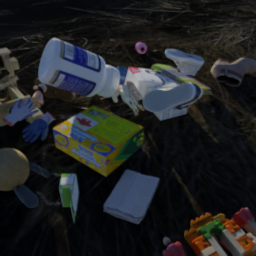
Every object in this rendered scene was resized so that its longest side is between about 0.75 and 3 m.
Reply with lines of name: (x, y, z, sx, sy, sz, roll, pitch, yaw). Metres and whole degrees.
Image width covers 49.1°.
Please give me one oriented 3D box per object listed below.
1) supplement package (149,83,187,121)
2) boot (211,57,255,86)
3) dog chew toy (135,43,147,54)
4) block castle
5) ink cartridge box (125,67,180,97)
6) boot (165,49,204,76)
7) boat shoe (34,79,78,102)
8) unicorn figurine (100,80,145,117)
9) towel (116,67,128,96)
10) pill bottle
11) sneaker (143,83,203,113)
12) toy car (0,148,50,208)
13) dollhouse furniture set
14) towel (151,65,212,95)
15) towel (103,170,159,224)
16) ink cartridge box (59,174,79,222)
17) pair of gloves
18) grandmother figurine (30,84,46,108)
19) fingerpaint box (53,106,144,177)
supplement package: (1.657, -1.124, 11.761, 1.258, 0.925, 1.203, -15, 41, -18)
boot: (5.640, -2.848, 14.488, 2.665, 0.936, 1.949, 7, 43, 10)
dog chew toy: (0.769, -5.087, 17.698, 0.663, 0.663, 1.065, -8, 31, -11)
block castle: (1.770, 2.713, 6.155, 2.287, 1.528, 1.073, -17, 45, -21)
ink cartridge box: (1.103, -2.021, 12.856, 2.076, 0.875, 1.503, 1, 33, -22)
boot: (1.894, -2.246, 9.904, 1.549, 0.740, 0.570, 9, 39, -21)
boat shoe: (-3.334, -1.833, 13.112, 2.191, 0.789, 0.740, 19, 34, 14)
unicorn figurine: (-0.019, -1.294, 11.648, 0.911, 2.466, 1.693, -35, 84, -28)
towel: (-0.331, -2.369, 13.978, 1.260, 0.548, 2.257, 12, 37, 15)
pill bottle: (-1.882, -2.217, 11.195, 2.912, 1.743, 1.743, 15, 25, -34)
sneaker: (1.548, -1.003, 9.755, 0.878, 0.868, 2.212, -1, -4, -45)
toy car: (-3.780, 1.322, 8.317, 2.707, 2.135, 2.223, 26, 38, -14)
dollhouse furniture set: (-4.799, -1.430, 10.971, 1.596, 2.538, 2.870, -25, 43, -29)
towel: (2.568, -2.285, 13.231, 2.702, 0.308, 1.940, 37, 26, 26)
towel: (0.125, 1.940, 8.234, 1.168, 0.304, 1.762, 14, 38, 17)
ink cartridge box: (-1.667, 1.942, 7.782, 0.422, 0.824, 1.114, -1, 36, -1)
pair of gloves: (-3.688, -0.289, 10.609, 1.783, 0.203, 1.433, 42, 67, 1)
grandmother figurine: (-3.213, -1.206, 10.173, 0.376, 0.753, 1.242, -1, 38, -2)
fingerpaint box: (-1.032, 0.355, 9.900, 2.469, 0.906, 2.060, 24, 41, 30)
